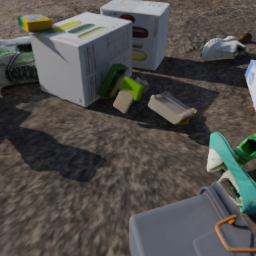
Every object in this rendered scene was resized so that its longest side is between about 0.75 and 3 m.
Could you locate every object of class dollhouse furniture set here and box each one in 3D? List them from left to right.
[{"bbox_3d":[0.465,-0.700,8.107,2.787,1.076,1.393,36,25,15],"label":"dollhouse furniture set"}]

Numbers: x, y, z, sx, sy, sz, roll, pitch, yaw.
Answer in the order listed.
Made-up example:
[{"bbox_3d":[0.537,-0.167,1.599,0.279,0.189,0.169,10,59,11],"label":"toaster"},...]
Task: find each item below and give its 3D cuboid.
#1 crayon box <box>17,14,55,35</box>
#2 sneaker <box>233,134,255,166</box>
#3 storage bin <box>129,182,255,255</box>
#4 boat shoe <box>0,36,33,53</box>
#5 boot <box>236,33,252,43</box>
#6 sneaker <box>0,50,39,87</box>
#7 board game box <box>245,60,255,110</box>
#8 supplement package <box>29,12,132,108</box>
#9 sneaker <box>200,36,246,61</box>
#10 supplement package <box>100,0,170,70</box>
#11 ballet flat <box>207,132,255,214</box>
[{"bbox_3d":[-2.701,-3.062,8.211,0.723,0.297,1.150,-19,39,-29],"label":"crayon box"},{"bbox_3d":[2.893,0.423,6.338,1.343,0.561,0.498,-28,69,-26],"label":"sneaker"},{"bbox_3d":[0.923,1.977,3.829,1.504,1.630,2.239,-9,41,-11],"label":"storage bin"},{"bbox_3d":[-4.395,-2.821,10.565,1.031,1.010,2.896,23,40,33],"label":"boat shoe"},{"bbox_3d":[5.161,-4.099,12.747,1.013,0.382,0.373,-12,41,-13],"label":"boot"},{"bbox_3d":[-3.403,-2.056,9.490,2.883,1.125,1.228,-29,46,-33],"label":"sneaker"},{"bbox_3d":[4.929,-0.864,7.795,2.885,0.626,2.871,16,32,7],"label":"board game box"},{"bbox_3d":[-1.375,-2.336,9.148,1.979,1.965,2.608,22,43,26],"label":"supplement package"},{"bbox_3d":[3.808,-3.092,11.176,2.165,0.814,0.878,-23,52,-25],"label":"sneaker"},{"bbox_3d":[0.276,-3.581,10.666,2.171,2.076,1.597,12,39,15],"label":"supplement package"},{"bbox_3d":[2.021,0.893,5.725,0.666,0.637,1.891,-24,56,-3],"label":"ballet flat"}]
